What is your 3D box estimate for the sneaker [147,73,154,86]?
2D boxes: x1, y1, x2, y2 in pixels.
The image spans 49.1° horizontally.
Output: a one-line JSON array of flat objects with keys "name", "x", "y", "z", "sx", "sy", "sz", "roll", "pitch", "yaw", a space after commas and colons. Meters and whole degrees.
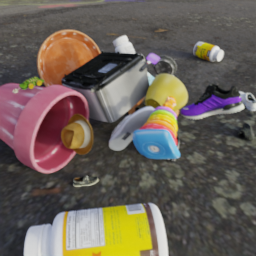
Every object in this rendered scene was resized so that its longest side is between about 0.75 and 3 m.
[{"name": "sneaker", "x": 0.998, "y": -2.367, "z": 13.945, "sx": 2.064, "sy": 0.846, "sz": 0.763, "roll": 5, "pitch": 36, "yaw": 7}]

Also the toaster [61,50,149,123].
[{"name": "toaster", "x": -0.848, "y": -1.524, "z": 10.003, "sx": 2.376, "sy": 1.559, "sz": 2.628, "roll": 17, "pitch": 48, "yaw": 43}]

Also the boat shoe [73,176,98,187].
[{"name": "boat shoe", "x": -1.311, "y": 1.619, "z": 8.654, "sx": 0.785, "sy": 0.265, "sz": 0.282, "roll": -7, "pitch": 34, "yaw": -12}]

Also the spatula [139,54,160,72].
[{"name": "spatula", "x": 0.661, "y": -2.149, "z": 9.301, "sx": 0.399, "sy": 0.145, "sz": 1.411, "roll": 34, "pitch": 40, "yaw": 5}]

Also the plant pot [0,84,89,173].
[{"name": "plant pot", "x": -3.028, "y": -0.234, "z": 9.004, "sx": 2.454, "sy": 2.742, "sz": 2.742, "roll": 21, "pitch": 39, "yaw": 19}]

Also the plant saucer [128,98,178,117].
[{"name": "plant saucer", "x": 1.088, "y": -0.921, "z": 12.225, "sx": 2.227, "sy": 0.417, "sz": 2.227, "roll": 1, "pitch": 34, "yaw": 0}]

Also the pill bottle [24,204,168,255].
[{"name": "pill bottle", "x": -0.672, "y": 2.570, "z": 6.112, "sx": 2.844, "sy": 1.554, "sz": 1.554, "roll": -5, "pitch": 35, "yaw": -6}]

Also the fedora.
[{"name": "fedora", "x": -1.753, "y": 0.258, "z": 9.123, "sx": 1.454, "sy": 1.454, "sz": 0.593, "roll": 28, "pitch": 29, "yaw": 35}]

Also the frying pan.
[{"name": "frying pan", "x": 1.608, "y": -2.212, "z": 11.578, "sx": 1.029, "sy": 1.702, "sz": 0.277, "roll": -6, "pitch": 40, "yaw": 35}]

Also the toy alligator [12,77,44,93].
[{"name": "toy alligator", "x": -2.931, "y": -1.291, "z": 8.204, "sx": 0.976, "sy": 0.234, "sz": 0.323, "roll": -30, "pitch": 49, "yaw": -28}]

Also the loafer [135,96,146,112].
[{"name": "loafer", "x": 0.673, "y": -0.675, "z": 10.641, "sx": 0.799, "sy": 0.901, "sz": 2.370, "roll": -4, "pitch": 29, "yaw": 11}]

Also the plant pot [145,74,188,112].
[{"name": "plant pot", "x": 1.153, "y": -0.972, "z": 9.465, "sx": 1.397, "sy": 1.397, "sz": 0.992, "roll": 24, "pitch": 55, "yaw": 31}]

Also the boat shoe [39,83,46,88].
[{"name": "boat shoe", "x": -3.395, "y": -1.966, "z": 13.503, "sx": 2.080, "sy": 0.703, "sz": 0.747, "roll": 12, "pitch": 40, "yaw": 21}]

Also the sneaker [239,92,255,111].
[{"name": "sneaker", "x": 5.425, "y": -1.356, "z": 12.743, "sx": 0.551, "sy": 0.534, "sz": 1.508, "roll": -7, "pitch": 35, "yaw": -10}]

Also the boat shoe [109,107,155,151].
[{"name": "boat shoe", "x": 0.076, "y": -0.098, "z": 9.008, "sx": 0.775, "sy": 2.106, "sz": 0.688, "roll": 33, "pitch": 35, "yaw": -29}]

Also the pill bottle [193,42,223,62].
[{"name": "pill bottle", "x": 4.925, "y": -4.631, "z": 17.171, "sx": 0.928, "sy": 0.928, "sz": 1.698, "roll": -26, "pitch": 42, "yaw": -33}]

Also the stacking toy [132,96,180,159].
[{"name": "stacking toy", "x": 0.993, "y": -0.185, "z": 7.989, "sx": 1.122, "sy": 1.187, "sz": 2.045, "roll": -3, "pitch": 47, "yaw": 31}]

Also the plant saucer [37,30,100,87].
[{"name": "plant saucer", "x": -2.510, "y": -2.733, "z": 12.311, "sx": 2.952, "sy": 2.952, "sz": 0.476, "roll": -21, "pitch": 19, "yaw": -27}]

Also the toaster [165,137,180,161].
[{"name": "toaster", "x": 1.292, "y": 0.649, "z": 9.773, "sx": 0.898, "sy": 0.589, "sz": 0.993, "roll": 10, "pitch": 36, "yaw": 15}]

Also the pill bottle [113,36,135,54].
[{"name": "pill bottle", "x": -0.084, "y": -2.862, "z": 10.803, "sx": 0.684, "sy": 1.207, "sz": 0.684, "roll": -24, "pitch": 7, "yaw": 3}]

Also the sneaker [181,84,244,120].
[{"name": "sneaker", "x": 2.802, "y": -0.976, "z": 9.711, "sx": 2.134, "sy": 1.061, "sz": 0.742, "roll": -10, "pitch": 20, "yaw": 29}]

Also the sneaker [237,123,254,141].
[{"name": "sneaker", "x": 4.450, "y": 0.110, "z": 10.757, "sx": 0.544, "sy": 0.363, "sz": 0.949, "roll": 9, "pitch": 40, "yaw": 1}]
